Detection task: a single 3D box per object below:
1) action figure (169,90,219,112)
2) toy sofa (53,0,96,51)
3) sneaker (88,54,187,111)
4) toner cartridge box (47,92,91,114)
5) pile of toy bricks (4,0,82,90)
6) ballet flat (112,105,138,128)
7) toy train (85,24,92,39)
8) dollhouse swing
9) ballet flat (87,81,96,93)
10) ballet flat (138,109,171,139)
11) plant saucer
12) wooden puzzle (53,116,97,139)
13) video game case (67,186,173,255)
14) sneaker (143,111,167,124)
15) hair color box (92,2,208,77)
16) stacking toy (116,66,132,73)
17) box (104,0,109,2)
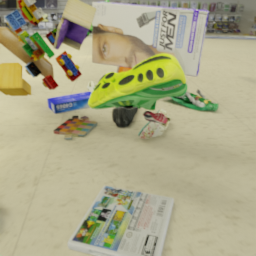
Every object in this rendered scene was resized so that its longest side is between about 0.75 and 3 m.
[{"bbox_3d":[2.988,-1.340,12.983,1.650,0.764,2.794,-15,31,-38],"label":"action figure"},{"bbox_3d":[-1.104,-1.957,5.653,0.554,0.653,1.337,20,-9,-17],"label":"toy sofa"},{"bbox_3d":[0.078,-0.595,5.024,2.145,0.896,0.794,-8,49,43],"label":"sneaker"},{"bbox_3d":[-2.514,-1.189,12.881,2.124,0.459,1.009,-14,28,-28],"label":"toner cartridge box"},{"bbox_3d":[-2.614,-2.266,8.059,1.418,2.555,1.261,-45,27,-22],"label":"pile of toy bricks"},{"bbox_3d":[-0.082,-0.911,11.766,0.983,0.840,2.958,1,24,3],"label":"ballet flat"},{"bbox_3d":[-1.271,-3.519,9.847,0.222,0.301,1.066,26,-39,-36],"label":"toy train"},{"bbox_3d":[-3.277,-1.387,8.090,0.816,0.717,0.742,0,-16,9],"label":"dollhouse swing"},{"bbox_3d":[-1.927,-2.263,15.240,0.579,0.579,1.668,-5,24,-11],"label":"ballet flat"},{"bbox_3d":[1.073,-0.103,10.171,0.679,0.804,2.125,35,36,8],"label":"ballet flat"},{"bbox_3d":[-3.463,-2.587,9.520,2.588,0.458,2.588,40,3,-2],"label":"plant saucer"},{"bbox_3d":[-1.956,-0.017,10.599,1.244,0.147,2.097,7,25,16],"label":"wooden puzzle"},{"bbox_3d":[-0.049,1.986,5.952,1.759,0.212,1.930,7,25,16],"label":"video game case"},{"bbox_3d":[0.796,-0.281,8.127,0.759,0.284,0.306,21,60,33],"label":"sneaker"},{"bbox_3d":[0.458,-2.088,6.491,2.527,1.381,0.819,10,26,13],"label":"hair color box"},{"bbox_3d":[0.762,-2.676,15.324,2.005,2.005,2.744,-14,46,-28],"label":"stacking toy"},{"bbox_3d":[-1.077,-4.895,12.795,1.171,1.327,0.642,-24,31,23],"label":"box"}]
